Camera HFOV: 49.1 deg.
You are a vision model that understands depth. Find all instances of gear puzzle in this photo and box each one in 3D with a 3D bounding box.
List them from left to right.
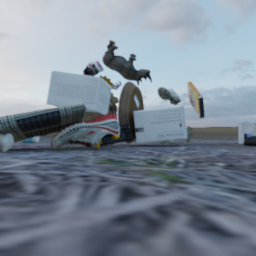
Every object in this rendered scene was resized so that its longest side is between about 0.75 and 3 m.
[{"bbox_3d":[-1.118,-0.808,10.458,1.546,2.985,0.391,22,-35,-25],"label":"gear puzzle"}]

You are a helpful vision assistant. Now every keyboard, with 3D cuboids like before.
[{"bbox_3d":[-0.515,0.145,9.557,1.335,0.802,0.171,-11,-1,-27],"label":"keyboard"}]

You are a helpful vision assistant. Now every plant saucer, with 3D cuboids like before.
[{"bbox_3d":[0.181,-0.592,10.904,0.355,2.413,2.413,1,-1,20],"label":"plant saucer"}]

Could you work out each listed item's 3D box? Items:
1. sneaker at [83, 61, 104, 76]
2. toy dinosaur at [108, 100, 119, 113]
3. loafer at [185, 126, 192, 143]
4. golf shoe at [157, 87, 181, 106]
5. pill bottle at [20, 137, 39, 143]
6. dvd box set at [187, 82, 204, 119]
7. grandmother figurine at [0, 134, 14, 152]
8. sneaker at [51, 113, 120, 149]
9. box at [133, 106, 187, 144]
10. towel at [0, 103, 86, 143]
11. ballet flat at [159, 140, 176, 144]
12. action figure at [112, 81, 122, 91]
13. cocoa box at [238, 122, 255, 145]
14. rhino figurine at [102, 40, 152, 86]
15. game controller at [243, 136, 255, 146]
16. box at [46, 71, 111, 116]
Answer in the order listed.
[{"bbox_3d":[-1.329,-1.952,9.562,0.568,0.528,1.315,-35,11,-16],"label":"sneaker"},{"bbox_3d":[-0.993,-0.849,9.421,2.107,0.500,0.929,8,5,-44],"label":"toy dinosaur"},{"bbox_3d":[2.673,0.298,12.139,0.271,0.777,0.292,12,-20,-5],"label":"loafer"},{"bbox_3d":[1.710,-1.480,12.045,0.521,0.647,1.331,-33,-46,32],"label":"golf shoe"},{"bbox_3d":[-5.278,0.489,14.670,1.101,0.610,0.610,0,-2,4],"label":"pill bottle"},{"bbox_3d":[2.832,-1.187,11.754,0.208,1.034,1.414,-16,36,1],"label":"dvd box set"},{"bbox_3d":[-3.249,0.316,5.957,1.588,0.481,0.963,-2,7,-41],"label":"grandmother figurine"},{"bbox_3d":[-1.144,0.228,7.760,1.987,0.816,0.773,-17,-7,-12],"label":"sneaker"},{"bbox_3d":[1.231,-0.105,10.290,1.770,1.163,1.779,-7,0,10],"label":"box"},{"bbox_3d":[-2.346,-0.123,7.355,2.344,0.420,2.434,-14,-7,-17],"label":"towel"},{"bbox_3d":[1.887,0.628,13.319,0.783,0.249,0.264,0,-2,7],"label":"ballet flat"},{"bbox_3d":[-0.570,-2.061,13.683,0.526,0.280,0.808,-34,19,-5],"label":"action figure"},{"bbox_3d":[5.302,0.238,11.667,0.907,0.921,1.382,-2,-2,43],"label":"cocoa box"},{"bbox_3d":[-0.020,-1.945,8.883,1.841,0.805,0.550,33,28,1],"label":"rhino figurine"},{"bbox_3d":[5.176,0.465,9.472,1.298,0.524,2.488,-15,4,-23],"label":"game controller"},{"bbox_3d":[-1.356,-0.949,8.104,1.462,0.956,1.455,9,-1,7],"label":"box"}]
